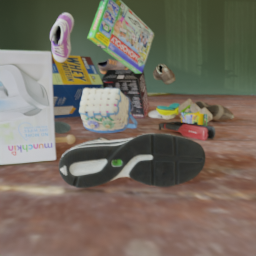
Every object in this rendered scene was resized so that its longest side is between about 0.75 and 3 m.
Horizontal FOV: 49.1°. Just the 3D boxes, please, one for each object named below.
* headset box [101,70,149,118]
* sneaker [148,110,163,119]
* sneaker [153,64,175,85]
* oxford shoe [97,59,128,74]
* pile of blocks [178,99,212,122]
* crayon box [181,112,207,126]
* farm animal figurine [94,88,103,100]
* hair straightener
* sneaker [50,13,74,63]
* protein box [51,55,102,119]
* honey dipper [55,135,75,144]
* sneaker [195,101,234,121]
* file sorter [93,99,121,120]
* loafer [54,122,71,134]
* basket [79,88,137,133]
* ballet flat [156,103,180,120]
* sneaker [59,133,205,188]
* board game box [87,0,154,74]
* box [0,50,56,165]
[{"bbox_3d":[-0.062,-1.575,14.069,1.910,2.570,0.964,4,42,20],"label":"headset box"},{"bbox_3d":[1.528,-0.661,14.195,1.051,0.392,0.458,2,14,14],"label":"sneaker"},{"bbox_3d":[1.697,-2.809,13.770,0.787,0.844,2.235,-29,25,-3],"label":"sneaker"},{"bbox_3d":[-0.839,-3.551,15.970,1.969,0.702,0.718,-6,-29,21],"label":"oxford shoe"},{"bbox_3d":[3.102,-0.553,13.018,0.756,0.998,2.432,42,6,-20],"label":"pile of blocks"},{"bbox_3d":[2.529,-0.251,10.777,1.006,0.632,0.259,9,13,44],"label":"crayon box"},{"bbox_3d":[-0.658,-1.710,17.663,2.911,1.518,2.879,-2,-4,-4],"label":"farm animal figurine"},{"bbox_3d":[2.008,0.064,9.766,0.925,0.492,2.403,-6,7,-37],"label":"hair straightener"},{"bbox_3d":[-2.555,-3.044,10.156,0.718,1.980,1.129,17,47,-3],"label":"sneaker"},{"bbox_3d":[-3.166,-1.931,13.603,2.684,1.811,2.665,-7,-30,-36],"label":"protein box"},{"bbox_3d":[-2.669,0.366,7.701,2.491,0.473,0.473,-1,9,-25],"label":"honey dipper"},{"bbox_3d":[3.971,-0.674,13.513,0.980,0.914,2.595,19,4,-18],"label":"sneaker"},{"bbox_3d":[-1.173,-0.863,13.639,1.389,0.965,0.871,7,15,37],"label":"file sorter"},{"bbox_3d":[-2.624,-0.016,10.082,1.203,0.432,0.378,-1,3,6],"label":"loafer"},{"bbox_3d":[-0.804,-0.508,10.317,1.923,1.517,2.181,0,-19,17],"label":"basket"},{"bbox_3d":[2.012,-0.771,13.820,0.692,0.694,2.071,20,20,31],"label":"ballet flat"},{"bbox_3d":[0.070,0.447,5.384,2.546,0.961,1.465,-3,11,-2],"label":"sneaker"},{"bbox_3d":[-0.126,-2.755,8.369,0.312,1.440,2.140,9,-12,43],"label":"board game box"},{"bbox_3d":[-3.137,-0.458,6.302,2.786,2.458,1.347,-2,9,-19],"label":"box"}]
